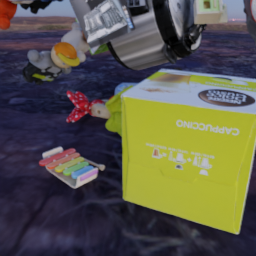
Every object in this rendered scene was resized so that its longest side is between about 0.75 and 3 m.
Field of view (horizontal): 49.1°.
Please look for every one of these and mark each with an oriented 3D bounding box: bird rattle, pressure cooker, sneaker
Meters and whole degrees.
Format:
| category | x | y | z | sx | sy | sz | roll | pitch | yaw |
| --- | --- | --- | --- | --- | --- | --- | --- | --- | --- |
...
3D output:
| category | x | y | z | sx | sy | sz | roll | pitch | yaw |
| --- | --- | --- | --- | --- | --- | --- | --- | --- | --- |
| bird rattle | -0.544 | -0.511 | 8.800 | 2.658 | 1.497 | 2.167 | 2 | 8 | 38 |
| pressure cooker | 1.016 | -3.372 | 8.825 | 2.988 | 2.628 | 2.669 | -6 | 19 | 36 |
| sneaker | 3.475 | -2.450 | 6.771 | 1.126 | 2.921 | 1.196 | -32 | 44 | 11 |

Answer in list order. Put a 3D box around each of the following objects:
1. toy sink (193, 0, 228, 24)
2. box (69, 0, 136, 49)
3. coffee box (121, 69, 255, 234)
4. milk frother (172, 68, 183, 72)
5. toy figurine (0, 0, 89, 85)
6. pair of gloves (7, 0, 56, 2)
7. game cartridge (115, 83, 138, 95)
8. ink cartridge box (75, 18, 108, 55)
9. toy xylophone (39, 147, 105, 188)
| category | x | y | z | sx | sy | sz | roll | pitch | yaw |
| --- | --- | --- | --- | --- | --- | --- | --- | --- | --- |
| toy sink | 2.169 | -3.077 | 7.230 | 0.875 | 0.571 | 0.490 | 0 | -13 | 4 |
| box | -0.639 | -2.732 | 6.353 | 1.180 | 1.496 | 0.372 | -23 | 26 | -1 |
| coffee box | 1.258 | 0.228 | 5.353 | 2.147 | 2.150 | 2.126 | 11 | 26 | 23 |
| milk frother | 1.872 | -1.821 | 11.066 | 1.249 | 1.384 | 1.301 | -14 | 26 | -19 |
| toy figurine | -1.947 | -2.600 | 6.919 | 1.771 | 2.507 | 2.546 | -22 | 22 | 34 |
| pair of gloves | -0.906 | -1.691 | 3.545 | 0.896 | 0.127 | 1.114 | 7 | 26 | 25 |
| game cartridge | 0.094 | -1.513 | 11.665 | 1.230 | 0.373 | 1.845 | 0 | 23 | 9 |
| ink cartridge box | -1.083 | -4.194 | 11.024 | 0.884 | 1.725 | 2.334 | -26 | 2 | -25 |
| toy xylophone | -1.207 | 0.829 | 6.230 | 1.456 | 0.366 | 1.066 | 16 | 28 | 32 |
